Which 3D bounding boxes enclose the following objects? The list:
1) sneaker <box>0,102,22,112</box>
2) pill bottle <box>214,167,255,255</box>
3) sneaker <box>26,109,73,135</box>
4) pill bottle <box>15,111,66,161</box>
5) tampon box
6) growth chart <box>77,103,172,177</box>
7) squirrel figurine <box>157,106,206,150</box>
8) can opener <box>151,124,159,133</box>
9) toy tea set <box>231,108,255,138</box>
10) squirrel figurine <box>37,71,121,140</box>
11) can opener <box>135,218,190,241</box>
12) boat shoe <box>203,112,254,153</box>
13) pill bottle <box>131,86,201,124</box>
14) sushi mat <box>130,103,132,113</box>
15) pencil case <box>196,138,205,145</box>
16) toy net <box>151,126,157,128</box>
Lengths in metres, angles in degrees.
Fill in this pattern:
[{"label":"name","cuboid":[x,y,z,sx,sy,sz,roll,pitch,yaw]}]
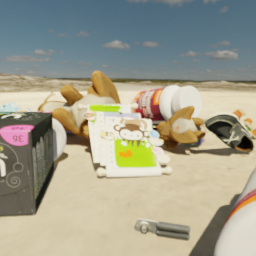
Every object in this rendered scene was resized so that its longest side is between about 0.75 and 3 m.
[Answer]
[{"label":"sneaker","cuboid":[-5.849,-0.812,14.315,2.402,0.984,0.888,6,13,32]},{"label":"pill bottle","cuboid":[1.912,0.976,2.965,1.414,1.414,2.580,6,12,31]},{"label":"sneaker","cuboid":[-2.717,-0.269,10.751,2.639,1.085,0.976,-5,4,-34]},{"label":"pill bottle","cuboid":[-2.765,0.192,7.782,1.267,1.267,2.319,-8,13,-38]},{"label":"tampon box","cuboid":[-2.457,0.528,5.399,1.728,1.456,2.306,-1,10,-7]},{"label":"growth chart","cuboid":[-0.116,0.217,7.114,1.981,0.243,2.738,-6,44,-16]},{"label":"squirrel figurine","cuboid":[1.630,0.092,8.423,1.459,1.032,1.362,-17,-15,28]},{"label":"can opener","cuboid":[1.593,0.038,10.432,2.236,0.597,0.748,8,2,41]},{"label":"toy tea set","cuboid":[4.231,-0.125,10.274,0.787,0.490,1.324,-5,54,-46]},{"label":"squirrel figurine","cuboid":[-1.509,-0.278,9.587,2.777,2.106,2.975,-10,-19,29]},{"label":"can opener","cuboid":[0.489,1.410,4.001,0.787,0.210,0.263,4,12,14]},{"label":"boat shoe","cuboid":[2.807,0.146,7.637,2.069,0.699,0.743,25,-49,-39]},{"label":"pill bottle","cuboid":[1.281,-0.788,9.778,1.279,1.279,2.334,-8,4,-38]},{"label":"sushi mat","cuboid":[0.411,-0.658,11.083,0.085,0.670,1.400,23,-14,32]},{"label":"pencil case","cuboid":[1.990,0.209,9.361,1.118,0.476,0.517,17,-21,28]},{"label":"toy net","cuboid":[1.564,-0.263,12.943,1.916,0.370,1.005,-3,9,-21]}]
